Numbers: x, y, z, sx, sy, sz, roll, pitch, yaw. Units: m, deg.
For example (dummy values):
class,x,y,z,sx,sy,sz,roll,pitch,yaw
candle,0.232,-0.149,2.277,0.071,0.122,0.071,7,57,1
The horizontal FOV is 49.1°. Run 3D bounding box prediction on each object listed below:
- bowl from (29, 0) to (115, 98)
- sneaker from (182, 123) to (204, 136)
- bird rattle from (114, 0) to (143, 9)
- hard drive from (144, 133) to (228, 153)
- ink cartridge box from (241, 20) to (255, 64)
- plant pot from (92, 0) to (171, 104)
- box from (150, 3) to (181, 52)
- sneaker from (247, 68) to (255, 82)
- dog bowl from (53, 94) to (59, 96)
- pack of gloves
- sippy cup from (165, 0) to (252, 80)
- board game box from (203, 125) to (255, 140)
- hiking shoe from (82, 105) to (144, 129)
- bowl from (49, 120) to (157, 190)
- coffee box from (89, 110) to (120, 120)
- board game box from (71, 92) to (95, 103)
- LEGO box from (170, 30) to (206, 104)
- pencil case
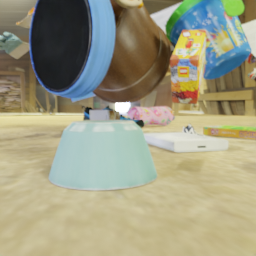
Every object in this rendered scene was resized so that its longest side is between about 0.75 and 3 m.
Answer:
class,x,y,z,sx,sy,sz,roll,pitch,yaw
bowl,-0.998,-1.430,4.493,1.910,1.910,0.375,3,7,42
sneaker,2.075,0.118,8.902,0.821,0.534,0.328,0,5,-10
bird rattle,-0.060,-2.364,4.708,0.911,0.743,0.513,1,-20,-35
hard drive,1.367,0.346,7.323,1.393,0.282,2.111,-1,4,-16
ink cartridge box,3.203,-1.952,6.763,0.825,1.514,0.381,-19,-33,0
plant pot,-0.500,-2.230,6.790,2.649,2.649,2.623,1,-13,20
box,1.045,-3.391,10.190,2.540,1.482,0.764,-10,-33,32
sneaker,4.037,-1.767,8.500,0.890,0.313,0.416,-37,41,-6
dog bowl,-2.878,-2.528,11.768,0.756,2.579,2.579,-5,3,6
pack of gloves,-3.478,-3.142,9.207,1.845,0.433,2.196,-36,4,3
sippy cup,1.893,-2.013,6.365,1.661,1.550,2.115,-33,-16,25
board game box,4.097,0.152,9.592,1.341,0.421,2.808,-3,3,-34
hiking shoe,-0.636,-0.368,11.636,2.637,1.143,0.981,0,4,0
bowl,-0.360,0.300,4.027,1.543,0.807,1.543,-1,3,0
coffee box,-0.773,-0.143,9.803,0.666,0.955,1.671,0,2,11
board game box,-1.460,-2.523,10.317,2.051,2.573,1.246,-16,21,-9
LEGO box,0.926,-0.938,4.238,0.381,0.735,0.987,6,42,19
pencil case,1.270,-0.605,15.303,2.692,1.177,1.177,-3,5,-39
